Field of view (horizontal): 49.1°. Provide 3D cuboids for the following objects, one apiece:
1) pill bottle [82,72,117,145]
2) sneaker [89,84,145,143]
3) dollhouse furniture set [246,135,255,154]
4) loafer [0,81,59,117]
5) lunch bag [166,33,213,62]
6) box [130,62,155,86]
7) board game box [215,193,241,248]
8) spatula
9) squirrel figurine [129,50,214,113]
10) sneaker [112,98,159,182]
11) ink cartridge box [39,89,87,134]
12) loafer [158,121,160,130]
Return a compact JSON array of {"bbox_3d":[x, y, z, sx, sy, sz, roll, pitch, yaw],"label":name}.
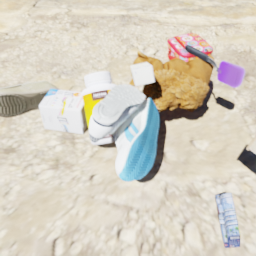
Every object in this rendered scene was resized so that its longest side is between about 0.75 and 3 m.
[{"bbox_3d":[-0.689,-0.542,7.869,1.056,1.932,1.056,-11,1,0],"label":"pill bottle"},{"bbox_3d":[-0.273,-0.388,6.497,0.734,0.773,1.921,34,41,15],"label":"sneaker"},{"bbox_3d":[3.706,0.422,5.845,2.170,1.125,0.961,15,22,-36],"label":"dollhouse furniture set"},{"bbox_3d":[-3.535,-1.033,9.383,2.475,0.936,0.845,-10,41,-25],"label":"loafer"},{"bbox_3d":[2.491,-3.286,11.996,1.729,0.804,1.963,-14,43,-9],"label":"lunch bag"},{"bbox_3d":[0.338,-1.363,6.995,0.502,0.418,1.222,-12,17,4],"label":"box"},{"bbox_3d":[1.999,1.763,5.680,0.329,1.066,1.065,-11,54,14],"label":"board game box"},{"bbox_3d":[2.319,-1.843,7.885,0.234,0.643,2.276,-20,44,-19],"label":"spatula"},{"bbox_3d":[1.180,-1.476,8.499,2.358,1.788,2.526,22,31,3],"label":"squirrel figurine"},{"bbox_3d":[0.090,0.303,6.862,0.998,0.945,2.471,-12,37,27],"label":"sneaker"},{"bbox_3d":[-1.898,-0.521,8.708,1.302,0.942,0.959,7,42,8],"label":"ink cartridge box"},{"bbox_3d":[0.527,-0.372,8.754,0.514,0.456,1.352,-34,65,-8],"label":"loafer"}]
